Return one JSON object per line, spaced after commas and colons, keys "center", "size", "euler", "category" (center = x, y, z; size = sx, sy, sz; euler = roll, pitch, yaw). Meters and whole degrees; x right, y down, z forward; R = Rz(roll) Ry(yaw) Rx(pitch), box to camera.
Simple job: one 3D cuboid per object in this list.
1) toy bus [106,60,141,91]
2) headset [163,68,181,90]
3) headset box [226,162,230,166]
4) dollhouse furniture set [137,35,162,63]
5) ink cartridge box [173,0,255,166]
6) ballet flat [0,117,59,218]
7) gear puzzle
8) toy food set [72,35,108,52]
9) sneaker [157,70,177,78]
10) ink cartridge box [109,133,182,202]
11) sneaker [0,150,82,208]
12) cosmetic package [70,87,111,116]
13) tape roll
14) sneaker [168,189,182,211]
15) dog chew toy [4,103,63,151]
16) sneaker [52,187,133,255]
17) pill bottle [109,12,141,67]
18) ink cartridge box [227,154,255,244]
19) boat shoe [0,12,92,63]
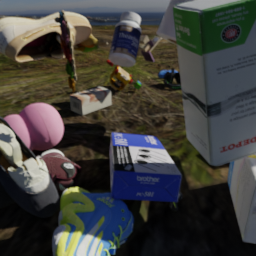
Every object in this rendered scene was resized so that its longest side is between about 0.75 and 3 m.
{"center": [-0.452, -2.398, 14.110], "size": [1.837, 1.006, 1.947], "euler": [49, 20, 29], "category": "toy bus"}
{"center": [2.521, -2.580, 15.116], "size": [1.281, 0.975, 2.074], "euler": [-2, 41, 1], "category": "headset"}
{"center": [3.009, 0.679, 8.412], "size": [0.735, 0.371, 0.989], "euler": [-11, 28, -22], "category": "headset box"}
{"center": [0.609, -3.761, 12.013], "size": [1.570, 1.244, 1.114], "euler": [24, 71, 40], "category": "dollhouse furniture set"}
{"center": [2.053, -0.928, 5.060], "size": [2.032, 2.772, 1.152], "euler": [-16, 29, -7], "category": "ink cartridge box"}
{"center": [-2.409, 0.747, 6.072], "size": [2.706, 0.988, 0.988], "euler": [50, 43, 10], "category": "ballet flat"}
{"center": [-1.177, -1.356, 5.342], "size": [0.204, 1.557, 0.807], "euler": [-12, 48, -13], "category": "gear puzzle"}
{"center": [-1.851, -3.052, 9.860], "size": [1.558, 0.453, 2.257], "euler": [0, -4, 27], "category": "toy food set"}
{"center": [2.363, -3.106, 16.266], "size": [1.305, 0.430, 0.512], "euler": [-9, 25, -20], "category": "sneaker"}
{"center": [0.249, 0.820, 6.943], "size": [1.385, 0.651, 2.947], "euler": [5, 13, -6], "category": "ink cartridge box"}
{"center": [-2.034, 1.285, 6.586], "size": [1.378, 0.903, 2.386], "euler": [18, 30, 28], "category": "sneaker"}
{"center": [-1.570, -1.172, 11.900], "size": [0.841, 0.709, 1.626], "euler": [21, 33, 37], "category": "cosmetic package"}
{"center": [2.079, -3.470, 9.614], "size": [1.896, 1.302, 1.896], "euler": [23, 13, -6], "category": "tape roll"}
{"center": [1.113, 1.630, 6.541], "size": [0.322, 0.294, 0.796], "euler": [4, 27, 2], "category": "sneaker"}
{"center": [-3.176, 0.188, 8.362], "size": [2.366, 1.473, 1.473], "euler": [-25, 34, -28], "category": "dog chew toy"}
{"center": [-0.533, 1.929, 5.009], "size": [1.466, 1.057, 2.791], "euler": [-4, 25, -9], "category": "sneaker"}
{"center": [-0.062, -3.158, 10.005], "size": [0.969, 1.746, 0.969], "euler": [11, -8, 2], "category": "pill bottle"}
{"center": [3.100, 1.278, 5.830], "size": [1.542, 1.502, 2.399], "euler": [5, 26, 9], "category": "ink cartridge box"}
{"center": [-1.833, -2.089, 6.781], "size": [0.961, 1.025, 2.779], "euler": [46, 44, 14], "category": "boat shoe"}
